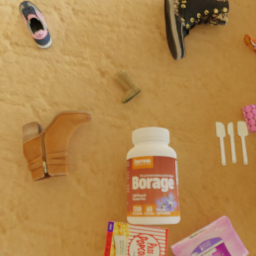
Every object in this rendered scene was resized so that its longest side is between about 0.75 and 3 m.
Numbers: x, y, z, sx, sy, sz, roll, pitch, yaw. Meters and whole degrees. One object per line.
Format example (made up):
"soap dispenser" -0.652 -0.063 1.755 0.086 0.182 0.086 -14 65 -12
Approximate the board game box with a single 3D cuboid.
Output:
"board game box" 0.220 3.579 8.296 1.827 0.423 1.384 6 74 2

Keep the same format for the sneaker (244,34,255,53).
"sneaker" 4.643 -3.112 10.379 0.353 0.334 0.916 -30 79 -31

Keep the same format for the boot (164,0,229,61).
"boot" 2.499 -3.894 10.197 2.238 1.088 2.973 -3 68 0

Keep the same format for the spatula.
"spatula" 3.520 0.502 9.372 1.029 0.119 1.480 0 73 -1

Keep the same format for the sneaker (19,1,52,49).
"sneaker" -3.468 -4.008 10.287 0.766 0.896 2.185 -30 76 -8

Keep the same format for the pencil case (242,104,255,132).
"pencil case" 4.215 -0.320 9.477 0.442 0.428 0.944 1 74 -28

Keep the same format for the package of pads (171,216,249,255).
"package of pads" 2.353 3.564 8.136 1.957 0.740 1.179 -27 75 -8

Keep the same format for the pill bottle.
"pill bottle" 0.706 1.429 8.366 1.521 1.521 2.711 -1 74 0

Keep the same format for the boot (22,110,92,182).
"boot" -2.139 0.564 8.977 2.463 0.907 1.905 -18 73 7

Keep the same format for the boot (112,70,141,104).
"boot" -0.180 -1.441 9.842 0.911 0.344 1.041 -38 78 -24
